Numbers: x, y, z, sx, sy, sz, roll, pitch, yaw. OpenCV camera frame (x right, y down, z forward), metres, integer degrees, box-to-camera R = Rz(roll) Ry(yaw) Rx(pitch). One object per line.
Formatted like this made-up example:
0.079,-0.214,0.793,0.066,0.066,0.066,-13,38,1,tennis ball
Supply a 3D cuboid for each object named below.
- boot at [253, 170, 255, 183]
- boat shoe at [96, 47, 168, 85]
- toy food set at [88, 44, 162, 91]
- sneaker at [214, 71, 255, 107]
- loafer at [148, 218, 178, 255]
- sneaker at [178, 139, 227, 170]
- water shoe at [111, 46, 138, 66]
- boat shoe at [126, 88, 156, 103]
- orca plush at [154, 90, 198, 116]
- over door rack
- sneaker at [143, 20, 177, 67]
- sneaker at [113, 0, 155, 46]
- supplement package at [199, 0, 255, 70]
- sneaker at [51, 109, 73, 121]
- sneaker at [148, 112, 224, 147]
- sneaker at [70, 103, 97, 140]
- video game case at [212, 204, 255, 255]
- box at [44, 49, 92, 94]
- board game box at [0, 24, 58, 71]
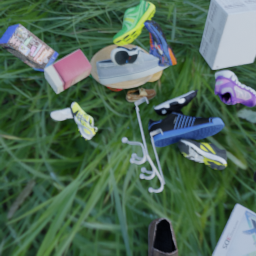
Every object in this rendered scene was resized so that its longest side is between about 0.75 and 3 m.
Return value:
3.270,0.289,5.950,0.579,1.591,1.690,21,49,24,boot
0.159,-2.301,9.861,2.759,0.983,0.963,-12,26,13,boat shoe
-0.232,-2.679,12.217,2.952,0.718,2.922,-35,59,-24,toy food set
3.166,-0.974,8.382,1.723,0.693,0.762,27,74,-27,sneaker
0.889,3.468,7.230,0.902,0.877,2.470,-4,52,-3,loafer
2.552,0.796,9.594,1.743,0.649,0.737,28,50,10,sneaker
-0.247,-2.269,8.741,0.577,0.522,1.461,34,21,19,water shoe
0.522,-1.362,11.335,1.244,0.459,0.471,-14,53,-11,boat shoe
1.973,-0.825,10.978,1.906,0.678,1.003,-27,12,-25,orca plush
0.431,0.474,7.419,0.686,1.521,2.059,-12,47,18,over door rack
0.750,-2.117,7.218,0.555,1.416,0.533,-24,32,20,sneaker
0.128,-4.088,10.975,0.884,0.783,2.115,42,87,12,sneaker
4.573,-4.158,12.135,2.079,2.669,1.480,-11,52,-9,supplement package
-2.465,-0.571,10.826,1.022,0.385,0.452,-4,39,-11,sneaker
2.035,-0.126,10.049,2.674,0.938,1.042,-11,60,-7,sneaker
-0.955,-0.186,6.085,0.355,0.351,0.930,-34,70,12,sneaker
3.641,3.464,7.637,2.217,0.244,2.021,28,57,21,video game case
-1.882,-1.745,8.761,1.282,0.820,0.698,-35,92,-16,box
-3.247,-2.561,9.109,1.171,1.468,0.711,19,77,51,board game box
